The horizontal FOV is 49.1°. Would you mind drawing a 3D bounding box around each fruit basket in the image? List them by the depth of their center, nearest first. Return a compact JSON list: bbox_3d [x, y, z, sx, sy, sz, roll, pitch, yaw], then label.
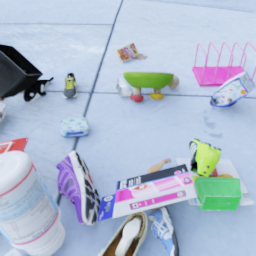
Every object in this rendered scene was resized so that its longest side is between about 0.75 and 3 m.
[{"bbox_3d":[2.383,1.533,8.048,1.742,0.882,1.881,2,27,-5],"label":"fruit basket"}]

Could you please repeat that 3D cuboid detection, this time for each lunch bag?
[{"bbox_3d":[-1.944,-0.003,10.167,1.019,0.420,0.819,-5,36,-14],"label":"lunch bag"},{"bbox_3d":[4.091,-1.395,11.141,1.295,1.523,0.943,-28,86,-51],"label":"lunch bag"}]

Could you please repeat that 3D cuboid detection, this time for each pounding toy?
[{"bbox_3d":[0.945,-1.716,11.995,2.109,1.268,2.733,7,9,25],"label":"pounding toy"}]

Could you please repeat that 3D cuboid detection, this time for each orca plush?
[{"bbox_3d":[-3.983,-1.889,12.344,1.012,0.684,1.924,21,43,24],"label":"orca plush"}]

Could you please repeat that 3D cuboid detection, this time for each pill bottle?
[{"bbox_3d":[-2.319,1.800,6.249,1.296,2.383,1.296,-13,31,8],"label":"pill bottle"}]

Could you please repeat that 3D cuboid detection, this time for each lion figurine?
[{"bbox_3d":[0.881,1.595,8.121,1.127,0.667,1.840,-12,28,-2],"label":"lion figurine"}]

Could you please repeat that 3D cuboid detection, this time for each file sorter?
[{"bbox_3d":[4.496,-3.047,13.085,2.505,1.571,1.741,-1,39,-1],"label":"file sorter"}]

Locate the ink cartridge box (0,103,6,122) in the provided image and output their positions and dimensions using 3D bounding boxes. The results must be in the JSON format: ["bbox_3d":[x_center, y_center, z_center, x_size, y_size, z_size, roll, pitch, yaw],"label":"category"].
[{"bbox_3d":[-5.295,-0.428,10.388,1.009,0.588,1.395,18,38,-10],"label":"ink cartridge box"}]

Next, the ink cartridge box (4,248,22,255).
[{"bbox_3d":[-2.481,3.921,5.242,2.431,0.526,2.386,27,45,31],"label":"ink cartridge box"}]

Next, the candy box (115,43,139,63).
[{"bbox_3d":[-0.040,-4.033,14.962,1.167,0.681,0.330,-36,12,-33],"label":"candy box"}]

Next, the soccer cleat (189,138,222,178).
[{"bbox_3d":[1.997,0.823,7.825,0.748,0.899,2.217,26,3,4],"label":"soccer cleat"}]

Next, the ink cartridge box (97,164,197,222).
[{"bbox_3d":[0.399,1.619,7.122,2.504,0.464,1.186,-18,15,6],"label":"ink cartridge box"}]

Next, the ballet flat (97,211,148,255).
[{"bbox_3d":[-0.297,2.875,6.248,0.869,0.803,2.575,24,44,13],"label":"ballet flat"}]

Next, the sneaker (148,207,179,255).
[{"bbox_3d":[0.894,2.634,6.907,0.552,0.542,1.432,-14,33,-1],"label":"sneaker"}]

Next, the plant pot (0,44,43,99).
[{"bbox_3d":[-4.744,-2.122,11.094,1.740,1.544,1.736,41,12,-5],"label":"plant pot"}]

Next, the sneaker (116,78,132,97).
[{"bbox_3d":[-0.203,-1.768,12.456,0.549,0.482,1.370,8,36,-20],"label":"sneaker"}]

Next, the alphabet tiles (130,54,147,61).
[{"bbox_3d":[0.557,-3.933,15.428,0.936,0.035,0.782,16,41,19],"label":"alphabet tiles"}]

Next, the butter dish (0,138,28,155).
[{"bbox_3d":[-3.505,1.377,7.658,1.907,1.410,1.902,-13,38,17],"label":"butter dish"}]

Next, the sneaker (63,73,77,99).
[{"bbox_3d":[-2.590,-1.868,12.302,0.610,0.693,1.638,-7,37,-5],"label":"sneaker"}]

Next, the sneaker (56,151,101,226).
[{"bbox_3d":[-1.469,1.760,7.854,0.987,0.954,2.366,-32,44,2],"label":"sneaker"}]

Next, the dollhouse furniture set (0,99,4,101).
[{"bbox_3d":[-5.520,-1.194,11.655,0.371,0.491,0.913,9,46,0],"label":"dollhouse furniture set"}]
